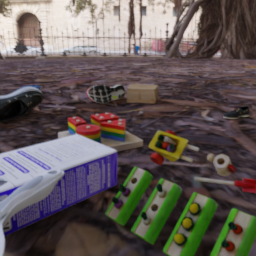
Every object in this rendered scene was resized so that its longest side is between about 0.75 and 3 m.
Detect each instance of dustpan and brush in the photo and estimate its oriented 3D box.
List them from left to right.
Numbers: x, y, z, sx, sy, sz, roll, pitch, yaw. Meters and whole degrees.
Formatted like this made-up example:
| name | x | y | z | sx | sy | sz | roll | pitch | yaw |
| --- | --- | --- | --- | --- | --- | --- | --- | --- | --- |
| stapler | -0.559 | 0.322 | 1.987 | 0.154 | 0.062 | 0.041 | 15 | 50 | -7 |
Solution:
| name | x | y | z | sx | sy | sz | roll | pitch | yaw |
| --- | --- | --- | --- | --- | --- | --- | --- | --- | --- |
| dustpan and brush | -1.690 | 1.247 | 2.788 | 1.979 | 0.811 | 2.836 | 11 | 20 | 32 |

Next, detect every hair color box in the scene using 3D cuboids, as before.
| name | x | y | z | sx | sy | sz | roll | pitch | yaw |
| --- | --- | --- | --- | --- | --- | --- | --- | --- | --- |
| hair color box | -1.390 | 0.788 | 4.485 | 2.256 | 0.731 | 1.233 | -14 | 22 | -43 |

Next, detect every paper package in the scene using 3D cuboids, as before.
| name | x | y | z | sx | sy | sz | roll | pitch | yaw |
| --- | --- | --- | --- | --- | --- | --- | --- | --- | --- |
| paper package | 0.639 | -1.480 | 12.077 | 1.244 | 0.644 | 1.186 | 3 | 17 | 12 |

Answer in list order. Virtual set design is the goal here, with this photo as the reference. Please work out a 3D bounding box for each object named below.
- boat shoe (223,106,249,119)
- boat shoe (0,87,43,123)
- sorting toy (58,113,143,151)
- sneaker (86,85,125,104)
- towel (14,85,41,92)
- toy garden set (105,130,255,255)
| name | x | y | z | sx | sy | sz | roll | pitch | yaw |
| --- | --- | --- | --- | --- | --- | --- | --- | --- | --- |
| boat shoe | 3.647 | -0.517 | 9.439 | 1.129 | 0.354 | 0.413 | -11 | 21 | -28 |
| boat shoe | -3.729 | -0.718 | 9.422 | 0.756 | 0.917 | 2.671 | 27 | 27 | 16 |
| sorting toy | -0.739 | 0.088 | 7.019 | 1.646 | 0.573 | 1.636 | -9 | 19 | -28 |
| sneaker | -1.037 | -1.428 | 12.089 | 0.857 | 0.777 | 2.018 | -2 | 5 | 44 |
| towel | -4.856 | -1.786 | 13.498 | 0.924 | 0.402 | 1.655 | -2 | 17 | -3 |
| toy garden set | 0.702 | 0.784 | 3.550 | 1.837 | 0.367 | 1.531 | 17 | 64 | 40 |
